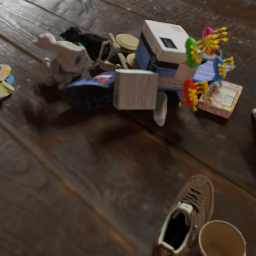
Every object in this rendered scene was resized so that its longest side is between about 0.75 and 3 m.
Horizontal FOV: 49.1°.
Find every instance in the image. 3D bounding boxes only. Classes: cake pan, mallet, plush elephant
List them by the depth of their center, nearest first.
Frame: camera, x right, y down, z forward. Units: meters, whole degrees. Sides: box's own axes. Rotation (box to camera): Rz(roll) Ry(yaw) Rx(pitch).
[{"bbox_3d":[0.719,-0.891,9.444,1.890,0.389,0.623,-12,49,-6],"label":"mallet"},{"bbox_3d":[-2.232,-2.188,9.904,1.234,1.160,1.498,7,52,-32],"label":"plush elephant"},{"bbox_3d":[3.318,-3.023,11.483,0.984,0.180,0.984,0,47,0],"label":"cake pan"}]

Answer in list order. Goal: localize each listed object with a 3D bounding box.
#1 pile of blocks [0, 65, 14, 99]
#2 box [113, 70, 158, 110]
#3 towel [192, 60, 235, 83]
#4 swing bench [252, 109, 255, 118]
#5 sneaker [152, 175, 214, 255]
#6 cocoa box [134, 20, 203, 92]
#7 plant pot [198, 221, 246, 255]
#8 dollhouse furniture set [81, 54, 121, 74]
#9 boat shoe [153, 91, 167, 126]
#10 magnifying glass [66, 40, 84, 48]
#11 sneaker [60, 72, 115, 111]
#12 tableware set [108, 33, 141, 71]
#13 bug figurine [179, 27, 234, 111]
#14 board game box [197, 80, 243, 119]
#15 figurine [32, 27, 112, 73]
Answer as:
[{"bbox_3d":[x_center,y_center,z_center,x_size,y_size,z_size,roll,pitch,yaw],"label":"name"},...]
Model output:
[{"bbox_3d":[-4.536,-1.492,9.902,0.624,0.824,2.007,-38,33,22],"label":"pile of blocks"},{"bbox_3d":[0.219,-1.172,8.572,1.215,1.117,0.637,-1,17,-19],"label":"box"},{"bbox_3d":[2.875,-2.076,10.326,1.724,0.206,1.248,-28,33,-22],"label":"towel"},{"bbox_3d":[5.067,-0.100,7.918,2.273,1.482,2.285,5,48,4],"label":"swing bench"},{"bbox_3d":[1.397,1.956,6.346,0.917,0.983,2.602,22,51,19],"label":"sneaker"},{"bbox_3d":[1.289,-2.474,9.662,1.487,1.464,2.230,3,42,-19],"label":"cocoa box"},{"bbox_3d":[1.942,2.582,6.006,0.950,0.638,0.950,0,46,0],"label":"plant pot"},{"bbox_3d":[-1.255,-2.469,10.975,1.492,0.728,1.272,5,32,-34],"label":"dollhouse furniture set"},{"bbox_3d":[1.018,-0.622,9.113,0.469,0.426,1.276,-2,51,20],"label":"boat shoe"},{"bbox_3d":[-2.008,-3.611,12.049,1.757,0.197,0.699,28,53,21],"label":"magnifying glass"},{"bbox_3d":[-0.926,-1.340,9.533,2.766,1.042,1.085,-10,36,-18],"label":"sneaker"},{"bbox_3d":[0.202,-2.870,11.127,1.614,0.489,2.442,-4,51,-24],"label":"tableware set"},{"bbox_3d":[2.339,-1.887,8.591,0.710,2.141,2.761,14,39,40],"label":"bug figurine"},{"bbox_3d":[3.141,-1.061,9.563,1.111,0.340,1.467,23,51,20],"label":"board game box"},{"bbox_3d":[-1.940,-2.812,9.547,1.983,0.875,2.032,33,43,23],"label":"figurine"}]
